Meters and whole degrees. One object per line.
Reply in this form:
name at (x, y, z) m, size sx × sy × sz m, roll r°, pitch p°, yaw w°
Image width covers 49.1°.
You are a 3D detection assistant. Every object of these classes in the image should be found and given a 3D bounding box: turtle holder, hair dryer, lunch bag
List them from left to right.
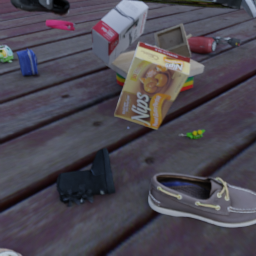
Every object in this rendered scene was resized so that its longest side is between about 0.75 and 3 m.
turtle holder at (-5.556, -3.252, 12.427) m, size 0.675 × 0.630 × 0.888 m, roll 15°, pitch 38°, yaw 18°
lunch bag at (-4.019, -2.664, 11.287) m, size 0.683 × 1.032 × 0.701 m, roll -15°, pitch 35°, yaw -23°
hair dryer at (3.800, -4.074, 13.730) m, size 2.835 × 0.770 × 2.159 m, roll 1°, pitch 19°, yaw -6°

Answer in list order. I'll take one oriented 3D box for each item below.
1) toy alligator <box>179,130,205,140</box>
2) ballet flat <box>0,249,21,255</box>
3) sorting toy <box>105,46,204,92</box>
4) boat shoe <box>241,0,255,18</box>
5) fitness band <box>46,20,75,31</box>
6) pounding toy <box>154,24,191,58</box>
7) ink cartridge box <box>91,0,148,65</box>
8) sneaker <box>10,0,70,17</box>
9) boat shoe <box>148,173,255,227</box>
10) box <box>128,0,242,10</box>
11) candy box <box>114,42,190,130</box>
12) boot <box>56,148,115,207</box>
toy alligator at (1.851, 0.232, 8.035) m, size 0.819 × 0.243 × 0.222 m, roll -11°, pitch 78°, yaw -14°
ballet flat at (-1.834, 2.456, 4.645) m, size 1.823 × 0.613 × 0.621 m, roll 22°, pitch 42°, yaw 27°
sorting toy at (0.905, -2.063, 10.545) m, size 2.664 × 0.927 × 2.648 m, roll -21°, pitch 41°, yaw -26°
boat shoe at (3.269, -3.871, 7.708) m, size 0.556 × 1.629 × 0.601 m, roll -29°, pitch 3°, yaw 16°
fitness band at (-1.598, -2.427, 6.658) m, size 0.599 × 0.156 × 0.834 m, roll 5°, pitch 13°, yaw 4°
pounding toy at (1.421, -2.521, 8.436) m, size 1.040 × 0.803 × 1.130 m, roll -15°, pitch 57°, yaw 17°
ink cartridge box at (-0.265, -3.077, 8.863) m, size 0.750 × 1.328 × 1.810 m, roll 40°, pitch 74°, yaw 8°
sneaker at (-2.062, -3.047, 6.768) m, size 1.438 × 0.478 × 0.651 m, roll -1°, pitch 7°, yaw -27°
boat shoe at (1.678, 1.443, 5.917) m, size 2.478 × 0.738 × 0.890 m, roll 6°, pitch 37°, yaw 8°
box at (0.780, -2.966, 5.903) m, size 2.872 × 0.682 × 2.774 m, roll 17°, pitch 23°, yaw 25°
candy box at (0.374, -0.675, 5.027) m, size 0.908 × 1.572 × 0.435 m, roll 18°, pitch 53°, yaw -4°
boot at (-1.005, 1.107, 6.592) m, size 1.254 × 0.566 × 1.531 m, roll -10°, pitch 36°, yaw -4°
